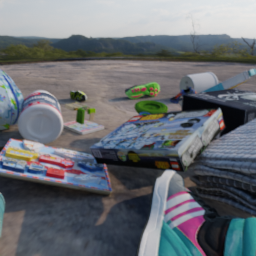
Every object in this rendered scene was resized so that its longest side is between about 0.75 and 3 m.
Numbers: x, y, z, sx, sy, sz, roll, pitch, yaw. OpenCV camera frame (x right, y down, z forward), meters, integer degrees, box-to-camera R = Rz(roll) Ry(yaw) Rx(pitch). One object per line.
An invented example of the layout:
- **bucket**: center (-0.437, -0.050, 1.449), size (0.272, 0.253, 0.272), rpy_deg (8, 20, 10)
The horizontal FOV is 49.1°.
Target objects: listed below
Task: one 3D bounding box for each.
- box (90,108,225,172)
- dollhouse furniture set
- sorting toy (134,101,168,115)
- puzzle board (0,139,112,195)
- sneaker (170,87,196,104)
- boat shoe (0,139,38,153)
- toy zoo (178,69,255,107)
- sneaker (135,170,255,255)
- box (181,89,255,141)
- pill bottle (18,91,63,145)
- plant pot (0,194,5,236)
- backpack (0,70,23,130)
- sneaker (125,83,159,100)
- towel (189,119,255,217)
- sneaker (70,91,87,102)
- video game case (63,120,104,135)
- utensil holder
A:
- **box**: center (0.550, 0.216, 5.933), size (2.421, 0.483, 1.657), rpy_deg (-2, 27, 47)
- **dollhouse furniture set**: center (-1.640, -0.508, 9.436), size (0.942, 0.473, 0.617), rpy_deg (21, 22, 34)
- **sorting toy**: center (0.842, -0.078, 8.317), size (1.232, 0.841, 2.050), rpy_deg (-10, 30, -27)
- **puzzle board**: center (-1.500, 0.732, 5.895), size (2.231, 0.194, 1.681), rpy_deg (14, 15, -15)
- **sneaker**: center (2.154, -1.329, 11.230), size (1.082, 0.424, 0.407), rpy_deg (-25, 39, 10)
- **boat shoe**: center (-2.624, 0.651, 6.521), size (0.555, 0.475, 1.515), rpy_deg (38, 24, 21)
- **toy zoo**: center (3.398, -1.444, 10.639), size (2.982, 0.305, 1.957), rpy_deg (-25, -4, 13)
- **sneaker**: center (1.025, 1.331, 3.604), size (1.558, 1.079, 2.581), rpy_deg (3, 20, 12)
- **box**: center (3.079, -0.219, 7.976), size (2.242, 1.413, 2.281), rpy_deg (-9, 20, -29)
- **pill bottle**: center (-2.636, -0.431, 8.447), size (1.191, 1.191, 1.992), rpy_deg (-5, 25, -16)
- **plant pot**: center (-2.139, 1.422, 3.468), size (1.153, 1.153, 1.083), rpy_deg (-7, 34, -21)
- **backpack**: center (-4.583, -0.948, 9.457), size (1.954, 2.073, 2.541), rpy_deg (7, 19, -25)
- **sneaker**: center (0.752, -1.984, 14.493), size (2.087, 0.801, 0.874), rpy_deg (-9, 24, -31)
- **towel**: center (2.475, 0.599, 4.772), size (2.118, 1.095, 2.558), rpy_deg (-23, 4, -20)
- **sneaker**: center (-2.366, -1.618, 13.798), size (0.526, 0.519, 1.377), rpy_deg (-14, 24, -35)
- **video game case**: center (-1.559, -0.051, 9.544), size (0.900, 0.110, 1.259), rpy_deg (-16, 24, -41)
- **utensil holder**: center (3.548, -2.106, 14.163), size (1.502, 1.277, 1.277), rpy_deg (-12, 21, -25)
